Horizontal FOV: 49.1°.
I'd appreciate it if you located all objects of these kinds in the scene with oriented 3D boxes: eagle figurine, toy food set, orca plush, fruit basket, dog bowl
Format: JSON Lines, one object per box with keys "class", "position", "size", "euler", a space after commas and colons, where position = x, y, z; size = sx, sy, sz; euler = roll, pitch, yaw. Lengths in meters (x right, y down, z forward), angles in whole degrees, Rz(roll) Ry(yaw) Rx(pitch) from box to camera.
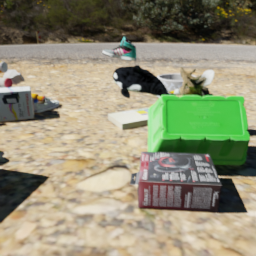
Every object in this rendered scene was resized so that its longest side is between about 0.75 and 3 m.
{"class": "eagle figurine", "position": [2.216, -1.171, 9.969], "size": [1.540, 2.029, 1.531], "euler": [-45, 48, -13]}
{"class": "toy food set", "position": [-4.767, -1.702, 12.337], "size": [1.249, 2.776, 1.325], "euler": [3, 59, 10]}
{"class": "orca plush", "position": [0.341, -1.589, 9.288], "size": [1.329, 0.898, 2.526], "euler": [-36, 51, -9]}
{"class": "fruit basket", "position": [1.967, 0.102, 8.409], "size": [2.989, 2.156, 2.989], "euler": [2, -22, 1]}
{"class": "dog bowl", "position": [2.788, -2.563, 16.077], "size": [2.615, 0.767, 2.615], "euler": [0, 20, 0]}

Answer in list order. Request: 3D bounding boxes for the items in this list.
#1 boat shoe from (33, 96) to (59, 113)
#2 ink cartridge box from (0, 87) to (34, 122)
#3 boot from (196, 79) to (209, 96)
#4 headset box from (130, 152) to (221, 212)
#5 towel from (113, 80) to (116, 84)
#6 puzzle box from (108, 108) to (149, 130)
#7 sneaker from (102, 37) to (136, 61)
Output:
{"class": "boat shoe", "position": [-3.707, -1.166, 12.690], "size": [0.530, 0.611, 1.434], "euler": [14, 25, 32]}
{"class": "ink cartridge box", "position": [-4.761, -0.973, 11.350], "size": [1.685, 1.228, 0.698], "euler": [-7, 22, -18]}
{"class": "boot", "position": [3.561, -2.102, 14.263], "size": [0.929, 1.205, 2.486], "euler": [15, 26, 33]}
{"class": "headset box", "position": [1.015, 1.184, 6.516], "size": [1.931, 0.724, 1.435], "euler": [2, 21, 4]}
{"class": "towel", "position": [0.776, -2.972, 17.704], "size": [2.854, 0.334, 2.177], "euler": [-18, 27, -38]}
{"class": "puzzle box", "position": [0.331, -0.400, 11.228], "size": [1.950, 0.248, 1.297], "euler": [-10, 23, -25]}
{"class": "sneaker", "position": [-0.314, -3.323, 11.597], "size": [1.455, 0.878, 0.608], "euler": [12, 19, 7]}
